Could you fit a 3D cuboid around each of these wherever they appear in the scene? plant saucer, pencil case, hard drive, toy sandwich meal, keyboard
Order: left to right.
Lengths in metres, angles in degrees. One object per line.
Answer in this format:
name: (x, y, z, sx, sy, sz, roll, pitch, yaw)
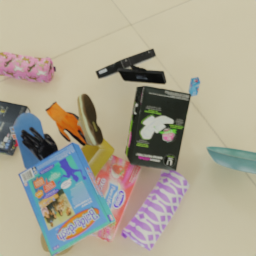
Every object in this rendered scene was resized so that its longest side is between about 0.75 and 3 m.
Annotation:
pencil case: (-4.571, -2.700, 12.450, 2.529, 1.047, 1.094, 8, 47, 5)
toy sandwich meal: (-2.418, 3.880, 9.789, 1.223, 0.419, 1.223, 2, 64, -3)
plant saucer: (-1.428, 1.095, 10.158, 1.738, 0.421, 1.739, -53, 30, -1)
hard drive: (-0.066, -2.685, 11.758, 2.288, 1.598, 0.433, -34, 106, -44)
keyboard: (0.449, -1.849, 9.573, 1.636, 0.982, 0.210, 8, 71, 21)
pencil case: (0.989, 2.768, 9.869, 1.250, 1.228, 2.925, 14, 58, 45)
plant saucer: (4.172, 1.171, 9.868, 2.858, 2.858, 0.514, 8, 95, 4)

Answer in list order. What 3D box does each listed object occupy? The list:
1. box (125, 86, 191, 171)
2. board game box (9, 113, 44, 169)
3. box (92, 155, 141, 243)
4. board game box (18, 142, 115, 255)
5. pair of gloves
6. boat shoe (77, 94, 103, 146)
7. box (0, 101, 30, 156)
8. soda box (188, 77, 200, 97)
box: (0.962, -0.046, 10.051, 1.652, 1.974, 2.658, 10, 95, -8)
board game box: (-3.709, 0.547, 10.391, 0.428, 1.736, 2.197, -10, 99, 14)
box: (-0.668, 2.467, 9.877, 1.380, 1.273, 2.690, 24, 67, 3)
board game box: (-1.863, 2.071, 8.369, 2.003, 0.592, 2.634, -29, 74, 4)
pair of gloves: (-2.442, 0.328, 9.588, 2.171, 0.268, 1.934, -38, 112, 13)
boat shoe: (-1.371, -0.215, 8.949, 0.657, 0.618, 1.725, -6, 104, 31)
box: (-5.209, -0.040, 11.489, 1.680, 0.544, 2.131, 11, 65, 6)
soda box: (2.728, -1.685, 11.558, 0.313, 0.924, 0.296, -11, 63, -1)
